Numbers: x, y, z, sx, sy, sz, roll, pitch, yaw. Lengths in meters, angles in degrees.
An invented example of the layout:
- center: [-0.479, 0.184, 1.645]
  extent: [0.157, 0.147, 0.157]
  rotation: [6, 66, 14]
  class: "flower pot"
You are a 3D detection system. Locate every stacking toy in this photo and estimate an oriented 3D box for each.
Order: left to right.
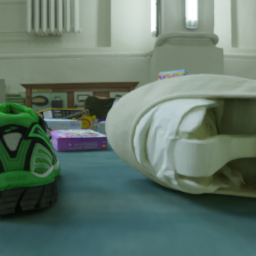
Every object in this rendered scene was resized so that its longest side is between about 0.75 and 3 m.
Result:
- center: [-0.416, -0.186, 11.488]
  extent: [2.775, 0.652, 2.092]
  rotation: [2, 4, 6]
  class: "stacking toy"

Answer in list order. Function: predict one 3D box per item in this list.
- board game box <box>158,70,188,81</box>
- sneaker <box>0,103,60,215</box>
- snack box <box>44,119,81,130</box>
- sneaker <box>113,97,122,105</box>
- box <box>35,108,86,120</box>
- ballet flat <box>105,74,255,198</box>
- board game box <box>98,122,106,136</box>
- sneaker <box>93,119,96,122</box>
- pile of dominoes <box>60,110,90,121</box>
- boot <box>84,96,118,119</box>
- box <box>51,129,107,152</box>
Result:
- center: [1.580, -0.964, 10.151]
  extent: [1.016, 1.973, 1.035]
  rotation: [2, -24, 30]
  class: "board game box"
- center: [-0.861, 0.146, 2.366]
  extent: [0.637, 0.696, 1.634]
  rotation: [-1, 2, -21]
  class: "sneaker"
- center: [-2.153, -0.006, 8.013]
  extent: [1.216, 0.488, 1.442]
  rotation: [-1, 4, -31]
  class: "snack box"
- center: [-0.113, -0.533, 7.876]
  extent: [0.633, 0.694, 1.694]
  rotation: [0, 3, -3]
  class: "sneaker"
- center: [-3.801, -0.551, 14.887]
  extent: [2.127, 0.657, 2.664]
  rotation: [-12, -4, 30]
  class: "box"
- center: [0.817, 0.099, 1.871]
  extent: [2.718, 0.944, 0.944]
  rotation: [1, 3, 29]
  class: "ballet flat"
- center: [-0.206, 0.021, 8.075]
  extent: [1.003, 0.437, 1.359]
  rotation: [1, 4, 10]
  class: "board game box"
- center: [-0.724, -0.357, 12.995]
  extent: [2.117, 0.746, 0.800]
  rotation: [-1, 4, -6]
  class: "sneaker"
- center: [-2.016, -0.227, 10.806]
  extent: [1.206, 0.192, 0.940]
  rotation: [-18, -25, -7]
  class: "pile of dominoes"
- center: [-0.067, -0.794, 11.582]
  extent: [2.803, 0.927, 2.454]
  rotation: [-3, 9, -44]
  class: "boot"
- center: [-1.003, 0.211, 5.301]
  extent: [0.868, 0.248, 1.269]
  rotation: [-1, 5, -22]
  class: "box"
